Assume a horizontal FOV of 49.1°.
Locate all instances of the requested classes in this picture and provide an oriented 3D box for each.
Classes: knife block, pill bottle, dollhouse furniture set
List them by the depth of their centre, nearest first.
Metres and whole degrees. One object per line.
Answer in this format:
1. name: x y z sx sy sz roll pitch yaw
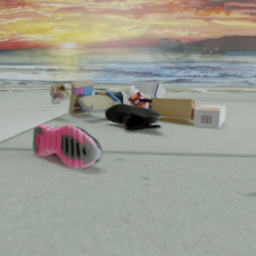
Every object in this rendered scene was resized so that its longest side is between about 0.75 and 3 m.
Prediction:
1. knife block: 1.641 -0.948 13.340 2.534 0.923 2.886 2 5 -2
2. dollhouse furniture set: -2.125 -0.887 13.895 2.562 1.771 2.714 -15 43 -37
3. pill bottle: 0.419 -1.562 15.204 0.778 1.377 0.778 -37 6 5

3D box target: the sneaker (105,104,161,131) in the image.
1. sneaker: 0.096 -0.416 11.273 2.903 0.872 1.514 6 15 24

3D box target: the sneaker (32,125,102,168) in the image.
1. sneaker: -1.439 0.398 7.420 2.577 1.018 1.229 12 5 42

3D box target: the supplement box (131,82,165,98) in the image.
1. supplement box: 1.388 -2.618 20.733 2.358 1.219 1.193 7 -15 33

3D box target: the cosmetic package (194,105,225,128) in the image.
1. cosmetic package: 3.673 -0.565 12.486 1.073 0.754 2.116 5 11 23

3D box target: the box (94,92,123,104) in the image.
1. box: -1.206 -1.647 17.268 1.749 1.027 1.720 -2 13 -5

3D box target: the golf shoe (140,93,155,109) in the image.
1. golf shoe: 1.198 -1.604 15.993 1.788 0.823 0.649 40 26 29
